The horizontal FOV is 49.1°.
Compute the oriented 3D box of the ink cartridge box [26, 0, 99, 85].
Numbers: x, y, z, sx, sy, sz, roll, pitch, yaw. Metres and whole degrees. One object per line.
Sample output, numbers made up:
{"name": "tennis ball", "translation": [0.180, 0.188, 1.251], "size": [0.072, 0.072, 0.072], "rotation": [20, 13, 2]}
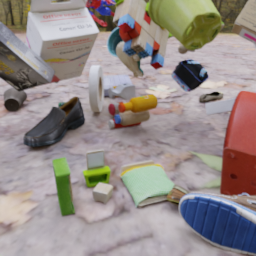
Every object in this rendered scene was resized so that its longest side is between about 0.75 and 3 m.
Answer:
{"name": "ink cartridge box", "translation": [-2.021, -2.534, 8.353], "size": [1.728, 1.001, 2.967], "rotation": [-21, -14, -29]}

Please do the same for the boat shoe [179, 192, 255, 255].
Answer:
{"name": "boat shoe", "translation": [2.143, 1.677, 4.988], "size": [2.459, 0.888, 0.890], "rotation": [18, 23, 15]}

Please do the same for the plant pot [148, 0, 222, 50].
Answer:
{"name": "plant pot", "translation": [1.576, -2.928, 7.306], "size": [1.669, 1.669, 1.535], "rotation": [-9, 55, -20]}

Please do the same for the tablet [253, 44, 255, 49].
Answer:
{"name": "tablet", "translation": [4.543, -2.188, 8.749], "size": [0.174, 2.551, 1.660], "rotation": [-25, -2, 5]}

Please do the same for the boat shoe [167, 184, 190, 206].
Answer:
{"name": "boat shoe", "translation": [1.331, 1.604, 5.675], "size": [1.146, 0.412, 0.390], "rotation": [24, 62, 29]}

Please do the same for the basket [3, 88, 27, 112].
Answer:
{"name": "basket", "translation": [-4.729, -1.137, 11.544], "size": [0.949, 0.716, 1.053], "rotation": [1, 26, -13]}

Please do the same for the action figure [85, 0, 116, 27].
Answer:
{"name": "action figure", "translation": [-0.708, -4.111, 9.765], "size": [1.469, 0.968, 2.967], "rotation": [47, 29, 18]}

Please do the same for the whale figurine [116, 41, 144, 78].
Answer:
{"name": "whale figurine", "translation": [0.190, -2.561, 10.305], "size": [0.746, 1.438, 1.144], "rotation": [-41, 22, -21]}

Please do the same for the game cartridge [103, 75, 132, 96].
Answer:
{"name": "game cartridge", "translation": [-0.738, -2.154, 14.160], "size": [1.809, 0.536, 2.791], "rotation": [-6, 24, -3]}

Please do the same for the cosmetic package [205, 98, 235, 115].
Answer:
{"name": "cosmetic package", "translation": [2.792, -0.611, 7.398], "size": [1.339, 0.339, 0.553], "rotation": [-9, 2, 41]}

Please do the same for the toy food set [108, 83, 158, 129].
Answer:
{"name": "toy food set", "translation": [-0.259, -0.742, 9.791], "size": [1.256, 1.333, 2.792], "rotation": [-13, 25, -27]}

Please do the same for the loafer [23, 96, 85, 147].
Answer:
{"name": "loafer", "translation": [-2.386, -0.240, 9.078], "size": [0.984, 0.977, 2.703], "rotation": [10, 26, 19]}

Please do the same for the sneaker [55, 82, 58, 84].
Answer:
{"name": "sneaker", "translation": [-2.659, -1.828, 9.779], "size": [0.302, 0.310, 0.778], "rotation": [-5, 54, -55]}

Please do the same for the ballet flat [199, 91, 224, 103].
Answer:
{"name": "ballet flat", "translation": [3.775, -1.462, 12.645], "size": [1.625, 0.377, 0.547], "rotation": [-17, 29, -34]}

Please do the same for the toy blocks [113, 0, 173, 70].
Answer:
{"name": "toy blocks", "translation": [0.429, -3.103, 9.350], "size": [1.338, 1.830, 2.677], "rotation": [-10, -31, 42]}

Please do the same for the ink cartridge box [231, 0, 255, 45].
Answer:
{"name": "ink cartridge box", "translation": [3.993, -2.901, 7.497], "size": [1.831, 1.508, 0.688], "rotation": [33, 2, 10]}

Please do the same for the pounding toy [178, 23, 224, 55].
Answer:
{"name": "pounding toy", "translation": [2.195, -3.003, 8.768], "size": [1.463, 0.679, 1.129], "rotation": [-35, -5, 42]}

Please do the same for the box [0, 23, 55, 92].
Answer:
{"name": "box", "translation": [-3.157, -1.795, 7.557], "size": [1.477, 1.865, 0.451], "rotation": [-5, 57, 34]}

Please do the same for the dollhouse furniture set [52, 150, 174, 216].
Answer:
{"name": "dollhouse furniture set", "translation": [-0.230, 1.015, 6.137], "size": [2.663, 1.028, 1.331], "rotation": [-8, 25, -18]}

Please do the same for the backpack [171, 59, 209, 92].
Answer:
{"name": "backpack", "translation": [2.186, -1.839, 9.639], "size": [1.058, 0.780, 1.159], "rotation": [47, 38, 9]}

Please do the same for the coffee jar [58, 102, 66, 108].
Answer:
{"name": "coffee jar", "translation": [-2.424, -0.869, 11.351], "size": [0.762, 0.325, 0.397], "rotation": [3, 24, 6]}

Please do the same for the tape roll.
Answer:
{"name": "tape roll", "translation": [-1.234, -1.530, 10.991], "size": [0.336, 1.841, 1.841], "rotation": [0, 23, 3]}

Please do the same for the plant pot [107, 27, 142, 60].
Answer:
{"name": "plant pot", "translation": [0.006, -3.548, 12.409], "size": [1.405, 1.405, 1.376], "rotation": [14, -2, 29]}

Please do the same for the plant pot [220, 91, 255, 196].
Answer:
{"name": "plant pot", "translation": [2.996, 0.651, 5.997], "size": [2.070, 2.069, 1.825], "rotation": [17, 40, 34]}
